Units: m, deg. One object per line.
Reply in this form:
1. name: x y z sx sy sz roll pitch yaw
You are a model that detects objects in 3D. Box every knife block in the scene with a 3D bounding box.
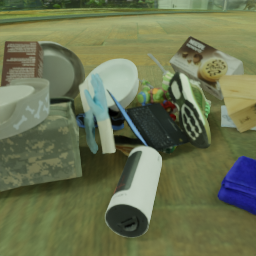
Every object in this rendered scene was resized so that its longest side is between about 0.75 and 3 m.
1. knife block: 4.096 -1.018 8.171 2.408 0.878 2.744 -28 33 28

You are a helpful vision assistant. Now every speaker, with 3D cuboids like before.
1. speaker: 0.182 1.173 5.540 0.785 0.785 1.933 6 28 12

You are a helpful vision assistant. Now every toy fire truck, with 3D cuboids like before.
1. toy fire truck: 1.042 -0.479 8.590 0.919 0.772 0.516 -27 56 -2

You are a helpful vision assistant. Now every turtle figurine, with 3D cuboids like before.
1. turtle figurine: 1.181 -1.608 9.830 2.111 1.566 2.177 -2 60 -36

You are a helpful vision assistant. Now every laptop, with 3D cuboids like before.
1. laptop: 0.523 -0.295 7.156 1.844 0.952 1.634 -12 50 -24

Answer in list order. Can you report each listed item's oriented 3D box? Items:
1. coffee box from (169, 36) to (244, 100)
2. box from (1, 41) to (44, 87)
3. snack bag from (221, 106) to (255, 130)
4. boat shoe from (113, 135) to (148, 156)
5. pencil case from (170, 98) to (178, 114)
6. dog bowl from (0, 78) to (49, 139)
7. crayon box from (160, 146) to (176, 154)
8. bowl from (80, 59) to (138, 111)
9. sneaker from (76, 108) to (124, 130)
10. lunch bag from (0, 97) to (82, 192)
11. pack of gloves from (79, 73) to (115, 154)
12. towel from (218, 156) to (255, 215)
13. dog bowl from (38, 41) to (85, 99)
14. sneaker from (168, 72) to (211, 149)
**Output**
1. coffee box: 2.952 -2.311 10.680 2.365 1.337 0.944 40 3 30
2. box: -2.998 -1.445 8.000 0.971 1.939 0.727 1 -14 -2
3. snack bag: 3.681 -0.315 9.166 1.227 0.139 1.301 8 36 13
4. boat shoe: 0.017 0.515 7.280 1.225 0.452 0.463 8 27 -2
5. pencil case: 1.823 -0.779 8.966 0.716 0.623 1.600 -32 54 22
6. dog bowl: -2.608 -0.384 5.566 2.206 0.647 2.206 -8 23 3
7. crayon box: 1.084 0.414 7.771 0.499 0.200 0.786 14 31 24
8. bowl: -0.486 -1.281 9.666 2.145 0.964 2.145 -15 53 21
9. sneaker: -0.909 -0.361 8.690 1.627 0.634 0.570 4 36 6
10. lunch bag: -2.343 0.154 6.848 2.234 1.601 2.724 -9 21 -10
11. pack of gloves: -0.962 -0.298 7.007 0.388 1.967 1.653 -8 -3 -28
12. towel: 3.201 1.295 5.750 2.257 0.559 1.667 18 34 31
13. dog bowl: -2.782 -1.828 9.659 2.453 2.453 0.719 -13 41 -22
14. sneaker: 2.030 -0.577 8.023 1.102 0.956 2.487 -1 59 -21
